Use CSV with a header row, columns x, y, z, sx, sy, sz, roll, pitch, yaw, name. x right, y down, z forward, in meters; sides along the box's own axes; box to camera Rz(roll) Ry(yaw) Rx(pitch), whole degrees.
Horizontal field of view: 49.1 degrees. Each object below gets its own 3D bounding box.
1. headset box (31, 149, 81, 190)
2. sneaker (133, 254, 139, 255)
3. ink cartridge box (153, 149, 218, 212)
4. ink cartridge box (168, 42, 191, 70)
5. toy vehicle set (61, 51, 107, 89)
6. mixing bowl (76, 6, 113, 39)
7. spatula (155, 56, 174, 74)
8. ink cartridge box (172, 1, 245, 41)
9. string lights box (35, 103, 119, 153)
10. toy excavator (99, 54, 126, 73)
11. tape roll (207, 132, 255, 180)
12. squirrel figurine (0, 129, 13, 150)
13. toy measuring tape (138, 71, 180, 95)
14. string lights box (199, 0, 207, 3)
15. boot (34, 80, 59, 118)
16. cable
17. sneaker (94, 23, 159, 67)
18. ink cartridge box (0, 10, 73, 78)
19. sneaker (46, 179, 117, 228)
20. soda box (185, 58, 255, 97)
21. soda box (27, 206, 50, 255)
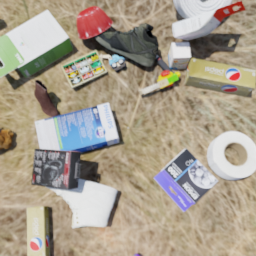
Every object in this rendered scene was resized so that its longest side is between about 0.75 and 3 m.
x,y,z,sx,sy,sz,roll,pitch,yaw,name
-2.049,1.190,8.193,1.466,0.566,1.091,1,85,23,headset box
0.733,4.394,8.406,0.761,0.532,1.531,-28,80,-13,sneaker
1.888,1.710,9.269,1.516,0.329,1.501,-41,78,-10,ink cartridge box
1.863,-2.622,10.255,0.643,0.873,0.632,-3,74,-1,ink cartridge box
-1.610,-2.146,10.268,1.443,0.191,0.896,-28,89,-13,toy vehicle set
-1.361,-3.962,10.329,1.417,0.767,1.417,-17,37,13,mixing bowl
0.976,-2.746,10.618,0.687,0.250,2.430,-37,78,-5,spatula
2.820,-3.580,9.618,2.215,1.800,0.632,-5,100,28,ink cartridge box
-1.697,0.153,9.495,2.551,0.752,1.311,-14,74,-4,string lights box
-0.580,-2.508,10.471,0.841,0.432,0.865,-26,69,10,toy excavator
3.455,0.931,9.298,1.577,0.552,1.577,2,71,-5,tape roll
-4.429,0.318,9.533,0.955,0.676,0.892,-2,41,-30,squirrel figurine
1.115,-1.655,10.162,1.636,0.602,0.602,-24,75,0,toy measuring tape
2.294,-5.916,11.069,0.675,1.176,2.289,-29,76,-8,string lights box
-2.846,-0.974,9.683,1.198,0.997,0.434,43,57,14,boot
2.827,-5.114,10.301,2.395,0.829,2.395,28,106,-27,cable
0.002,-3.324,10.123,2.464,1.411,0.942,25,32,6,sneaker
-3.692,-2.897,10.340,2.896,0.859,1.503,-35,77,-10,ink cartridge box
-1.729,2.329,8.728,2.517,0.927,1.455,13,71,7,sneaker
3.274,-1.804,10.059,2.320,0.786,0.742,11,74,3,soda box
-2.783,3.283,8.694,0.551,0.521,1.628,-7,74,0,soda box
